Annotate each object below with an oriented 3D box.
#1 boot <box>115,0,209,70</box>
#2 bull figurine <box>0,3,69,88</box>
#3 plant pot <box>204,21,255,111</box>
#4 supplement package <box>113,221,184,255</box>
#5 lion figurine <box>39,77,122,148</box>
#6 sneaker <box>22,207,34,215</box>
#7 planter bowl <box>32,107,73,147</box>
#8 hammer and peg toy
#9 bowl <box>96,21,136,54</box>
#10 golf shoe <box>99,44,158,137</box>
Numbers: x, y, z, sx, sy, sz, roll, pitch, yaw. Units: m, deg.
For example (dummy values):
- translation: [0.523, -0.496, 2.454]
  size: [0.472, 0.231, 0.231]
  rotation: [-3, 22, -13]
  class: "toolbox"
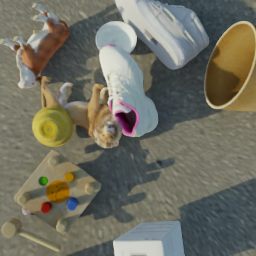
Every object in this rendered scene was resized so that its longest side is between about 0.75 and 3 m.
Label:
- translation: [0.957, -3.089, 7.937]
  size: [1.404, 1.080, 2.938]
  rotation: [-37, 86, -18]
  class: "boot"
- translation: [-2.525, -2.191, 7.639]
  size: [0.740, 1.380, 2.273]
  rotation: [23, 73, 31]
  class: "bull figurine"
- translation: [3.537, -1.328, 7.200]
  size: [2.320, 2.162, 2.162]
  rotation: [11, 82, -13]
  class: "plant pot"
- translation: [0.534, 2.761, 6.133]
  size: [1.051, 1.792, 1.047]
  rotation: [-10, 80, 20]
  class: "supplement package"
- translation: [-1.375, -0.421, 7.620]
  size: [2.646, 0.959, 1.620]
  rotation: [10, 90, 15]
  class: "lion figurine"
- translation: [-2.351, 1.944, 7.469]
  size: [0.945, 0.451, 0.374]
  rotation: [-46, 55, -12]
  class: "sneaker"
- translation: [-2.005, 0.011, 7.246]
  size: [1.088, 0.453, 1.088]
  rotation: [0, 101, 0]
  class: "planter bowl"
- translation: [-1.953, 1.924, 7.160]
  size: [1.682, 0.806, 2.287]
  rotation: [37, 86, -7]
  class: "hammer and peg toy"
- translation: [-0.331, -2.388, 7.948]
  size: [1.130, 0.508, 1.130]
  rotation: [0, 75, 0]
  class: "bowl"
- translation: [-0.109, -0.931, 7.111]
  size: [0.951, 1.155, 2.524]
  rotation: [-25, 95, 37]
  class: "golf shoe"
